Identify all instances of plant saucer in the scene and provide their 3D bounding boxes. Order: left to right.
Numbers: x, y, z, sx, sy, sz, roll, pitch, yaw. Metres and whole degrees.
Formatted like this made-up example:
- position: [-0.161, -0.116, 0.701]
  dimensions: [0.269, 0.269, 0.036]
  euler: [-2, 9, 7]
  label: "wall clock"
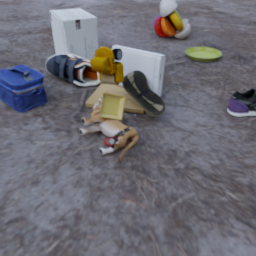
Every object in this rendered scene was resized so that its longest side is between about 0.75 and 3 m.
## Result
- position: [-0.519, -0.665, 8.721]
  dimensions: [0.762, 0.762, 0.185]
  euler: [8, 0, -26]
  label: "plant saucer"
- position: [4.007, -3.925, 15.026]
  dimensions: [1.914, 0.297, 1.914]
  euler: [-1, 33, 0]
  label: "plant saucer"

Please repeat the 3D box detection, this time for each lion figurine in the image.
- position: [-0.435, 0.023, 8.727]
  dimensions: [1.627, 0.963, 2.657]
  euler: [-19, 50, -36]
  label: "lion figurine"

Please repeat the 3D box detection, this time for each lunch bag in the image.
- position: [-4.039, -1.596, 10.595]
  dimensions: [2.010, 1.330, 1.365]
  euler: [26, 42, 34]
  label: "lunch bag"

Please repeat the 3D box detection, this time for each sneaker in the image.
- position: [-2.334, -2.527, 12.150]
  dimensions: [2.941, 1.153, 1.168]
  euler: [8, 29, 8]
  label: "sneaker"
- position: [4.663, -0.945, 9.995]
  dimensions: [2.094, 0.917, 0.793]
  euler: [-6, 34, -8]
  label: "sneaker"

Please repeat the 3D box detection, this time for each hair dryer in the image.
- position: [-0.299, 0.268, 7.293]
  dimensions: [0.968, 0.263, 0.737]
  euler: [-26, 1, 30]
  label: "hair dryer"

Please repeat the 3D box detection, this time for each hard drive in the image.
- position: [0.305, -2.230, 10.871]
  dimensions: [2.363, 1.559, 0.315]
  euler: [23, 32, 35]
  label: "hard drive"

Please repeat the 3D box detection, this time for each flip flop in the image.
- position: [0.544, -1.196, 10.085]
  dimensions: [0.927, 0.658, 2.286]
  euler: [-33, 60, -7]
  label: "flip flop"

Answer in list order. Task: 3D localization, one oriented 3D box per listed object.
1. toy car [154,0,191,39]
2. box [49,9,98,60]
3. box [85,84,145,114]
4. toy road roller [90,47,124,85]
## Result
- position: [2.612, -6.768, 17.977]
  dimensions: [2.067, 2.413, 2.757]
  euler: [-31, 28, 24]
  label: "toy car"
- position: [-2.584, -4.255, 13.549]
  dimensions: [1.617, 2.461, 2.474]
  euler: [-15, 37, -22]
  label: "box"
- position: [-0.281, -1.190, 10.966]
  dimensions: [2.251, 0.239, 1.840]
  euler: [7, 34, 13]
  label: "box"
- position: [-0.745, -1.991, 9.263]
  dimensions: [0.830, 1.350, 0.986]
  euler: [12, 35, 28]
  label: "toy road roller"
